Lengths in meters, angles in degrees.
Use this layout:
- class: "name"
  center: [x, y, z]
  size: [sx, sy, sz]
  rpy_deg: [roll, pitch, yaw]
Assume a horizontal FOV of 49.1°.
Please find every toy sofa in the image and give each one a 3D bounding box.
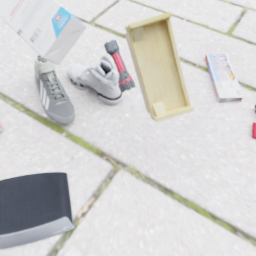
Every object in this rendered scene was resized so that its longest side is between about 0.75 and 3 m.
- class: "toy sofa"
  center: [0.717, -1.416, 6.715]
  size: [0.984, 2.376, 1.160]
  rpy_deg: [-18, 14, -2]

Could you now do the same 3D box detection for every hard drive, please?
- class: "hard drive"
  center: [-3.127, 2.267, 7.950]
  size: [2.922, 0.618, 1.971]
  rpy_deg: [-11, 55, -7]

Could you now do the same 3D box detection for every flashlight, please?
- class: "flashlight"
  center: [-0.264, -1.724, 7.861]
  size: [0.492, 0.491, 1.449]
  rpy_deg: [-26, 97, -18]

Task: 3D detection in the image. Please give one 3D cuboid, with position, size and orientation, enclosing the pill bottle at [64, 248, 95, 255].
- class: "pill bottle"
  center: [-0.737, 3.753, 6.598]
  size: [1.979, 1.111, 1.111]
  rpy_deg: [27, 59, 18]

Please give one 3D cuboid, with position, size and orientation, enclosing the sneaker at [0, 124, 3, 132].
- class: "sneaker"
  center: [-4.725, 0.213, 9.370]
  size: [0.933, 0.672, 1.785]
  rpy_deg: [-15, 52, -4]

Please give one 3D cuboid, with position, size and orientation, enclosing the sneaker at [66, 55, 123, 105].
- class: "sneaker"
  center: [-1.313, -2.064, 10.449]
  size: [2.698, 1.551, 1.014]
  rpy_deg: [34, 61, 21]

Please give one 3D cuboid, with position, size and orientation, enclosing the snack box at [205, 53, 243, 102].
- class: "snack box"
  center: [3.792, -2.078, 11.223]
  size: [0.909, 0.308, 2.530]
  rpy_deg: [-2, 55, -1]

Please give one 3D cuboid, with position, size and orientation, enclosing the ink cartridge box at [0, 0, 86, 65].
- class: "ink cartridge box"
  center: [-2.271, -2.803, 7.187]
  size: [2.168, 0.723, 1.256]
  rpy_deg: [44, 103, 18]

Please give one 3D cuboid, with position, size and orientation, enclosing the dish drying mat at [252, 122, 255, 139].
- class: "dish drying mat"
  center: [5.211, 0.262, 9.668]
  size: [1.786, 0.163, 0.686]
  rpy_deg: [12, 56, 7]

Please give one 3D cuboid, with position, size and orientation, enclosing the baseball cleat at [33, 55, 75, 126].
- class: "baseball cleat"
  center: [-2.774, -1.453, 10.016]
  size: [1.018, 1.554, 2.921]
  rpy_deg: [-24, 60, -26]

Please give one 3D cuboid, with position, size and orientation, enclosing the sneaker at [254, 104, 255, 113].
- class: "sneaker"
  center: [5.119, -0.938, 10.256]
  size: [0.927, 0.607, 1.605]
  rpy_deg: [8, 56, 9]
